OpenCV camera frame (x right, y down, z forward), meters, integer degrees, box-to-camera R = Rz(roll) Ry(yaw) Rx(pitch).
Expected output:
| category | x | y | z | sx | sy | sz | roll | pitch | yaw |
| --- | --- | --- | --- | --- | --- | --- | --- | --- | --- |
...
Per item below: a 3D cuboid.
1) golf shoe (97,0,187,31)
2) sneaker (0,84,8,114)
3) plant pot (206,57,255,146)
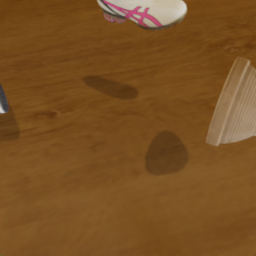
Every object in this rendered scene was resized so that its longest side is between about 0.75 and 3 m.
| category | x | y | z | sx | sy | sz | roll | pitch | yaw |
| --- | --- | --- | --- | --- | --- | --- | --- | --- | --- |
| golf shoe | 0.231 | -2.826 | 6.310 | 2.169 | 0.999 | 0.787 | 15 | 71 | 20 |
| sneaker | -3.499 | -1.120 | 6.688 | 0.720 | 0.616 | 1.756 | -17 | 90 | -1 |
| plant pot | 2.064 | -0.374 | 5.061 | 0.765 | 1.658 | 1.658 | 20 | 55 | 20 |
